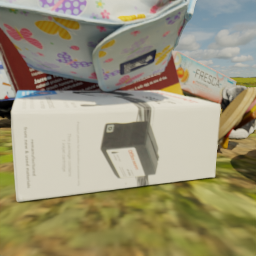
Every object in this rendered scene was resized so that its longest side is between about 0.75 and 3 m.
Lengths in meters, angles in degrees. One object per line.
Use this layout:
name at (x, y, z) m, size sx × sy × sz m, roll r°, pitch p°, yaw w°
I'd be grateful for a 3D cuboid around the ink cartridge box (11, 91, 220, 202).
ink cartridge box at (-0.243, 0.046, 3.583) m, size 2.217 × 0.928 × 1.609 m, roll -3°, pitch 14°, yaw -19°

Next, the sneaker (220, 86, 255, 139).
sneaker at (2.511, -0.442, 6.192) m, size 0.680 × 1.026 × 1.802 m, roll 5°, pitch 17°, yaw 33°

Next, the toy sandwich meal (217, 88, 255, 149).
toy sandwich meal at (1.710, -0.147, 4.292) m, size 0.396 × 1.157 × 1.157 m, roll 37°, pitch 16°, yaw 6°

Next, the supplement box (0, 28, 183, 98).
supplement box at (-0.881, -1.460, 5.159) m, size 2.720 × 2.758 × 1.831 m, roll -23°, pitch 15°, yaw -20°

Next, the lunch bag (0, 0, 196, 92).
lunch bag at (-0.317, -1.045, 2.860) m, size 1.707 × 1.085 × 1.448 m, roll 11°, pitch -10°, yaw -3°

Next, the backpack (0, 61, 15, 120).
backpack at (-2.680, -1.122, 7.257) m, size 2.369 × 1.916 × 2.487 m, roll -14°, pitch -5°, yaw -6°

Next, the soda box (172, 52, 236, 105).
soda box at (2.060, -1.454, 8.736) m, size 2.956 × 0.940 × 1.011 m, roll 14°, pitch 3°, yaw -38°
